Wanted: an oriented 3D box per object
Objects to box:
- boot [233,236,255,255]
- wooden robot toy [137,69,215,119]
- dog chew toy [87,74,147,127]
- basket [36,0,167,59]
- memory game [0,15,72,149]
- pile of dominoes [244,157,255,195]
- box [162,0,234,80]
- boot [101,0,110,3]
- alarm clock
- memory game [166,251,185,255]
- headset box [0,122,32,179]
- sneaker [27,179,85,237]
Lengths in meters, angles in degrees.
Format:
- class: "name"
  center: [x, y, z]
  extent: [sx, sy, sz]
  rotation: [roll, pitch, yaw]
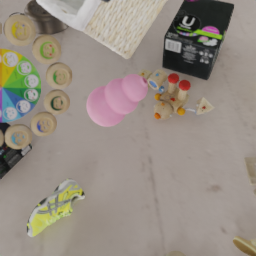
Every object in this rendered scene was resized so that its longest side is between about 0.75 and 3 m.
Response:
- class: "boot"
  center: [2.928, 2.502, 6.302]
  extent: [0.994, 0.362, 0.773]
  rotation: [25, 57, 16]
- class: "wooden robot toy"
  center: [1.113, -0.874, 8.415]
  extent: [2.720, 1.198, 1.234]
  rotation: [36, 72, 24]
- class: "dog chew toy"
  center: [-0.215, -0.681, 6.452]
  extent: [1.563, 0.973, 0.973]
  rotation: [-30, 47, 30]
- class: "basket"
  center: [-0.607, -3.726, 7.504]
  extent: [2.625, 2.130, 2.649]
  rotation: [43, 106, 40]
- class: "memory game"
  center: [-2.495, -0.812, 5.597]
  extent: [2.908, 2.908, 0.185]
  rotation: [-26, 35, -18]
- class: "pile of dominoes"
  center: [4.032, 1.394, 7.297]
  extent: [1.739, 0.277, 1.356]
  rotation: [-2, 54, 8]
- class: "box"
  center: [2.388, -3.159, 9.684]
  extent: [1.739, 1.456, 2.342]
  rotation: [20, 62, 14]
- class: "boot"
  center: [-0.178, -2.809, 5.352]
  extent: [0.938, 0.308, 0.773]
  rotation: [-28, 13, 26]
- class: "alarm clock"
  center: [-3.509, -4.603, 11.317]
  extent: [2.632, 0.876, 1.775]
  rotation: [-5, 54, 0]
- class: "memory game"
  center: [0.997, 3.792, 5.469]
  extent: [2.639, 0.168, 2.639]
  rotation: [0, 53, 1]
- class: "headset box"
  center: [-3.688, 0.465, 7.598]
  extent: [1.524, 0.707, 1.327]
  rotation: [29, 59, 20]
- class: "sneaker"
  center: [-1.693, 1.909, 6.603]
  extent: [0.607, 0.599, 1.588]
  rotation: [30, 61, 21]
